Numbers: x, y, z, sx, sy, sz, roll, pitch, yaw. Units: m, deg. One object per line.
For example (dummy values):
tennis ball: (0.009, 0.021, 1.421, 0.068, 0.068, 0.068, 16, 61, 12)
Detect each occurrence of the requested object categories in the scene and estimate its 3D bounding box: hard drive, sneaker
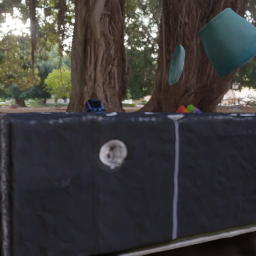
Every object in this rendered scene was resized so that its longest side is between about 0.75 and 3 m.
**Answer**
hard drive: (0.545, 0.121, 2.038, 2.662, 0.504, 1.859, -2, 4, -23)
sneaker: (-1.499, -0.806, 12.354, 0.910, 1.011, 2.594, 0, 3, -16)

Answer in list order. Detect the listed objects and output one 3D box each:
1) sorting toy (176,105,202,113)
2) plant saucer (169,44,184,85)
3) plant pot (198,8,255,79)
sorting toy: (2.686, -0.474, 11.543, 0.756, 0.761, 2.194, 29, 20, 28)
plant saucer: (1.456, -1.864, 8.357, 0.165, 1.207, 1.207, 10, 3, -5)
plant pot: (2.963, -2.561, 8.240, 1.632, 1.534, 1.632, -37, 1, 0)
